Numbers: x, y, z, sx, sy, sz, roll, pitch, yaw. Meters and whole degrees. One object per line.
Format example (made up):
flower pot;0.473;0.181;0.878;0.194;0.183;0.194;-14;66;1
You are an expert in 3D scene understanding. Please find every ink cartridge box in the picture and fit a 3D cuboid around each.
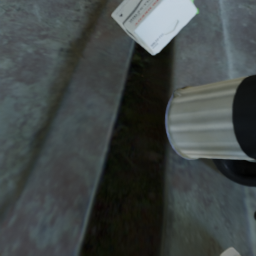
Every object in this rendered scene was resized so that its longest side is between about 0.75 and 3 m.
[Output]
ink cartridge box;0.699;-3.588;8.773;1.787;1.037;2.476;-45;36;10

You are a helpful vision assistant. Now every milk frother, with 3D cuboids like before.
milk frother;1.863;0.430;4.898;2.809;2.535;2.642;-25;11;-34

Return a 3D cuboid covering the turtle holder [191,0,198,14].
turtle holder;1.939;-4.816;10.645;1.417;1.996;1.516;-2;11;13

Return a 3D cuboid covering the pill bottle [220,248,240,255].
pill bottle;1.991;2.604;4.527;0.683;0.683;1.228;-26;45;-21
